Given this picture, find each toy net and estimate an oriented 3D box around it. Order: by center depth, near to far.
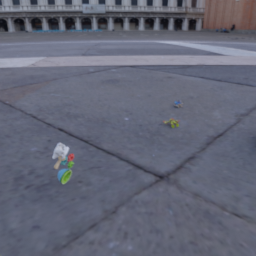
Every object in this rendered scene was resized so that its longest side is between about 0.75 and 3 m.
[{"bbox_3d":[-1.547,0.816,7.010,0.261,1.349,0.708,30,51,18],"label":"toy net"}]

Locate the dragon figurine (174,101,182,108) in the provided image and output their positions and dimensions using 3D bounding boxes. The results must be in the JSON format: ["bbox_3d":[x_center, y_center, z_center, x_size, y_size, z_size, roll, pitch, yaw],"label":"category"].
[{"bbox_3d":[2.409,-1.161,13.811,0.822,0.242,0.409,-18,29,-37],"label":"dragon figurine"}]

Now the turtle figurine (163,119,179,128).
[{"bbox_3d":[1.870,-0.231,11.559,0.763,0.246,0.615,-1,26,-14],"label":"turtle figurine"}]
